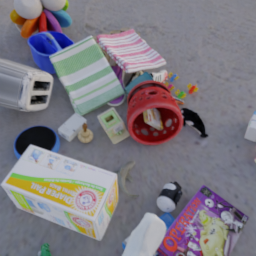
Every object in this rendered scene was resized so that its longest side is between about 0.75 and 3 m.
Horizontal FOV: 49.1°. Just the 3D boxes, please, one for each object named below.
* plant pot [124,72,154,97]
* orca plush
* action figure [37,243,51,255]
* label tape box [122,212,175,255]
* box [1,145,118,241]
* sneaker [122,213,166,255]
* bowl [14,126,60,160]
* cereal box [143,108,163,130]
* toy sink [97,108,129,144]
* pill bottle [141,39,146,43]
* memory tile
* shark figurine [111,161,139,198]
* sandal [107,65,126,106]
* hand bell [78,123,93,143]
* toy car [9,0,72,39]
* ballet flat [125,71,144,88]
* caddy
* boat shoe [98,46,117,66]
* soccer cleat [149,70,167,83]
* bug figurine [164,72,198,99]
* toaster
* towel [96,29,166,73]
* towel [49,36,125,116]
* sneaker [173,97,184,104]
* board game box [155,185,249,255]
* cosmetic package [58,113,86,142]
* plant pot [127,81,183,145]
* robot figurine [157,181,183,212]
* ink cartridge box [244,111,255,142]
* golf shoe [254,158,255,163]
[{"bbox_3d":[0.490,-1.490,11.310,1.101,1.172,1.172,-29,55,-7],"label":"plant pot"},{"bbox_3d":[2.488,-0.305,10.650,0.812,0.549,1.544,-11,51,-9],"label":"orca plush"},{"bbox_3d":[-2.264,3.797,7.173,0.464,1.003,1.698,-9,41,9],"label":"action figure"},{"bbox_3d":[0.896,3.181,7.754,1.758,0.556,1.268,-31,58,-23],"label":"label tape box"},{"bbox_3d":[-1.843,1.874,8.161,2.863,1.611,1.451,17,53,12],"label":"box"},{"bbox_3d":[0.196,3.116,7.074,0.769,0.904,2.043,35,83,-17],"label":"sneaker"},{"bbox_3d":[-3.279,0.570,10.049,1.602,0.314,1.602,1,51,-2],"label":"bowl"},{"bbox_3d":[0.883,-0.421,10.184,0.210,1.062,0.764,-21,63,27],"label":"cereal box"},{"bbox_3d":[-0.539,-0.084,10.269,0.712,0.612,1.092,-30,64,-7],"label":"toy sink"},{"bbox_3d":[0.487,-3.504,13.115,0.743,0.743,1.314,6,55,5],"label":"pill bottle"},{"bbox_3d":[-0.693,-4.576,14.151,2.291,0.192,1.756,-21,38,-15],"label":"memory tile"},{"bbox_3d":[-0.125,1.627,9.047,0.866,0.605,1.450,-5,49,-3],"label":"shark figurine"},{"bbox_3d":[-0.639,-1.972,11.903,1.011,0.611,2.485,-7,53,8],"label":"sandal"},{"bbox_3d":[-1.494,0.080,9.757,0.551,1.058,0.551,3,66,-7],"label":"hand bell"},{"bbox_3d":[-4.155,-5.388,13.963,2.968,2.597,2.225,-29,92,-20],"label":"toy car"},{"bbox_3d":[0.356,-2.186,12.166,0.550,0.550,1.505,19,57,15],"label":"ballet flat"},{"bbox_3d":[-3.442,-3.578,12.664,1.770,1.314,2.504,-24,48,-26],"label":"caddy"},{"bbox_3d":[-1.356,-3.316,12.614,0.758,0.808,2.193,-3,20,-43],"label":"boat shoe"},{"bbox_3d":[1.156,-2.117,11.859,0.602,0.747,1.754,-8,33,41],"label":"soccer cleat"},{"bbox_3d":[2.186,-1.738,11.957,1.465,0.377,1.136,38,66,22],"label":"bug figurine"},{"bbox_3d":[-4.099,-1.539,10.335,1.913,1.683,2.962,15,8,6],"label":"toaster"},{"bbox_3d":[0.094,-3.341,12.014,1.981,0.405,2.707,-20,55,-28],"label":"towel"},{"bbox_3d":[-1.696,-2.101,11.238,2.116,0.325,2.775,-28,83,-4],"label":"towel"},{"bbox_3d":[1.897,-1.009,11.423,0.779,0.436,0.302,19,7,-20],"label":"sneaker"},{"bbox_3d":[2.094,2.883,7.694,1.614,0.434,2.689,32,44,23],"label":"board game box"},{"bbox_3d":[-2.065,-0.032,10.430,0.559,0.402,0.990,32,60,11],"label":"cosmetic package"},{"bbox_3d":[0.868,-0.592,10.091,1.901,1.901,1.731,-3,41,-3],"label":"plant pot"},{"bbox_3d":[1.277,2.104,8.541,0.607,0.731,0.973,25,52,17],"label":"robot figurine"},{"bbox_3d":[4.804,-0.011,10.327,0.665,0.668,0.910,22,53,18],"label":"ink cartridge box"},{"bbox_3d":[4.858,0.478,9.505,0.854,0.703,1.866,15,87,29],"label":"golf shoe"}]
